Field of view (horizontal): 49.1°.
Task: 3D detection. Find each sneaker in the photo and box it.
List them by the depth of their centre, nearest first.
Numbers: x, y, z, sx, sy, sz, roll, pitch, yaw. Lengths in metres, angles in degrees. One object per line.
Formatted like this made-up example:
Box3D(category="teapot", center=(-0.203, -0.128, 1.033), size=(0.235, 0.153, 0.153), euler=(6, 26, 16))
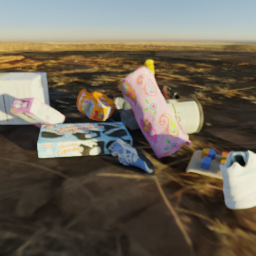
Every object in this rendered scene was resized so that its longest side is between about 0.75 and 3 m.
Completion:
Box3D(category="sneaker", center=(2.425, 0.791, 5.557), size=(0.751, 0.856, 2.135), euler=(-17, 2, 38))
Box3D(category="sneaker", center=(0.108, 0.771, 7.027), size=(1.325, 0.510, 0.502), euler=(35, -6, 38))
Box3D(category="sneaker", center=(1.979, -1.563, 12.701), size=(0.356, 1.008, 0.493), euler=(-46, 6, -27))

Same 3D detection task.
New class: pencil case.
Box3D(category="pencil case", center=(0.664, -0.375, 7.246), size=(1.021, 2.336, 1.021), euler=(-28, -8, -4))

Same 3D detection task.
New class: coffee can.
Box3D(category="coffee can", center=(1.384, -0.329, 8.921), size=(1.592, 1.165, 1.165), euler=(-6, 20, -16))

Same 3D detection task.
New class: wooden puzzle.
Box3D(category="wooden puzzle", center=(2.188, 0.852, 6.908), size=(1.307, 0.303, 1.211), euler=(8, 21, 21))

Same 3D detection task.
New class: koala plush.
Box3D(category="koala plush", center=(0.128, -0.671, 9.345), size=(1.091, 1.230, 1.131), euler=(-8, 57, 4))

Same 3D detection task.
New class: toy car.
Box3D(category="toy car", center=(-0.509, -1.269, 9.368), size=(1.447, 2.951, 0.982), euler=(31, 30, -26))

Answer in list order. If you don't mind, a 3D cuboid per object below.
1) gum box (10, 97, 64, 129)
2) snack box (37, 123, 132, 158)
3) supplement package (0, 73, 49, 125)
Box3D(category="gum box", center=(-2.788, -0.428, 8.634), size=(0.830, 0.484, 1.463), euler=(1, -22, 29))
Box3D(category="snack box", center=(-1.259, 0.299, 8.127), size=(2.500, 0.464, 1.453), euler=(-2, 20, -12))
Box3D(category="supplement package", center=(-4.681, -1.126, 10.456), size=(2.983, 1.634, 1.697), euler=(-1, 20, -1))
